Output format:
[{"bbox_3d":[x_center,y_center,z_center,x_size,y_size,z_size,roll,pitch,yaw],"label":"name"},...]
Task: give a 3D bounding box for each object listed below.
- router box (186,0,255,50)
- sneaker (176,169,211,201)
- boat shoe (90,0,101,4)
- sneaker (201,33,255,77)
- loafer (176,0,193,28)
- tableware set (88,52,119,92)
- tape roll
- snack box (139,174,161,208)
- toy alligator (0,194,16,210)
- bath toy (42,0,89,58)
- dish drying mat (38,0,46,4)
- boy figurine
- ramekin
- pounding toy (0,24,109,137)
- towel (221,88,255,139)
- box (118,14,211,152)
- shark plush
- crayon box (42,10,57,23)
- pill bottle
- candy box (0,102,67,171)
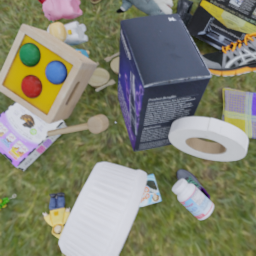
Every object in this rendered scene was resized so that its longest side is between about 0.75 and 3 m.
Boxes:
[{"bbox_3d":[3.802,-3.901,10.185,2.752,0.719,2.164,33,115,10],"label":"router box"},{"bbox_3d":[2.125,1.810,8.963,0.503,0.592,1.352,-42,77,-13],"label":"sneaker"},{"bbox_3d":[-1.082,-5.593,11.565,1.169,0.395,0.421,-41,76,-12],"label":"boat shoe"},{"bbox_3d":[3.071,-1.967,7.334,2.516,0.972,0.985,-3,31,14],"label":"sneaker"},{"bbox_3d":[2.197,-4.268,10.967,0.678,0.656,1.933,5,68,14],"label":"loafer"},{"bbox_3d":[-0.661,-2.018,10.389,1.883,0.377,1.245,-30,62,-15],"label":"tableware set"},{"bbox_3d":[1.786,0.286,6.356,1.752,1.752,0.320,18,69,6],"label":"tape roll"},{"bbox_3d":[0.209,2.132,9.017,1.528,0.284,0.888,-15,72,-5],"label":"snack box"},{"bbox_3d":[-4.013,2.372,8.966,0.947,0.281,0.257,-35,34,-11],"label":"toy alligator"},{"bbox_3d":[-1.873,-3.130,7.721,0.978,1.151,2.646,-6,95,24],"label":"bath toy"},{"bbox_3d":[-1.705,-4.127,6.634,0.213,0.899,2.342,13,69,36],"label":"dish drying mat"},{"bbox_3d":[-2.240,2.742,8.742,0.845,0.438,1.360,-4,69,-4],"label":"boy figurine"},{"bbox_3d":[-0.554,1.801,5.950,1.095,2.351,2.351,25,73,1],"label":"ramekin"},{"bbox_3d":[-1.553,-0.623,6.089,2.399,1.097,2.107,33,105,5],"label":"pounding toy"},{"bbox_3d":[4.508,-0.464,9.895,2.497,0.284,1.793,11,71,4],"label":"towel"},{"bbox_3d":[0.663,-1.001,6.971,1.451,2.781,2.058,-10,58,-10],"label":"box"},{"bbox_3d":[-0.075,-4.022,8.435,2.923,1.328,1.217,8,112,-5],"label":"shark plush"},{"bbox_3d":[-2.791,-4.913,11.373,1.310,0.333,0.832,-36,75,-11],"label":"crayon box"},{"bbox_3d":[1.480,1.634,6.470,0.935,0.508,0.508,44,76,-1],"label":"pill bottle"},{"bbox_3d":[-3.436,0.071,9.464,1.758,0.750,2.096,41,77,13],"label":"candy box"}]
